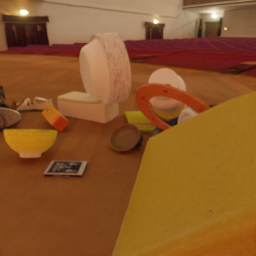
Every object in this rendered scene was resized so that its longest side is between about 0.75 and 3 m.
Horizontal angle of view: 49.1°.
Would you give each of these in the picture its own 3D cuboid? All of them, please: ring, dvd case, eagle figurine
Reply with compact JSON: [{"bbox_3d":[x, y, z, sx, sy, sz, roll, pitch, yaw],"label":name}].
[{"bbox_3d":[1.390,-0.406,7.973,2.656,2.656,0.255,16,66,36],"label":"ring"},{"bbox_3d":[-1.887,1.258,8.568,1.144,0.141,0.860,2,20,3],"label":"dvd case"},{"bbox_3d":[-5.935,-1.014,13.131,1.981,1.495,1.503,26,42,30],"label":"eagle figurine"}]

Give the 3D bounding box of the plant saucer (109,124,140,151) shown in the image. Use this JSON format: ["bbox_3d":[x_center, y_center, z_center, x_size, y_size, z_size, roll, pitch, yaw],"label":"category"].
[{"bbox_3d":[-0.114,0.362,9.982,1.165,0.172,1.165,-11,51,14],"label":"plant saucer"}]

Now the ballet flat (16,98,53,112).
[{"bbox_3d":[-4.923,-1.240,14.425,2.115,0.659,0.713,-2,22,-4],"label":"ballet flat"}]

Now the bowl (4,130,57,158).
[{"bbox_3d":[-3.196,0.515,9.209,1.663,0.895,1.663,0,-2,0],"label":"bowl"}]

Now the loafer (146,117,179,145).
[{"bbox_3d":[1.218,0.404,9.995,0.986,0.993,2.729,-15,8,33],"label":"loafer"}]

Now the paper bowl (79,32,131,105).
[{"bbox_3d":[-1.072,-2.392,11.614,1.514,2.912,2.912,-11,23,-19],"label":"paper bowl"}]

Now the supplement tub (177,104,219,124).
[{"bbox_3d":[3.261,-0.004,9.716,2.738,1.677,1.677,-7,22,-16],"label":"supplement tub"}]

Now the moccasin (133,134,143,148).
[{"bbox_3d":[0.390,0.436,10.428,0.362,0.427,1.061,-4,32,11],"label":"moccasin"}]

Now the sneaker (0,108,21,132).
[{"bbox_3d":[-5.987,-0.405,11.805,2.820,1.051,1.228,-4,16,-13],"label":"sneaker"}]

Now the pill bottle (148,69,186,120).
[{"bbox_3d":[1.660,-1.406,11.881,1.593,1.593,2.862,5,-11,14],"label":"pill bottle"}]

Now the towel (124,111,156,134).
[{"bbox_3d":[0.504,-0.280,12.584,1.114,0.234,2.589,0,20,-9],"label":"towel"}]

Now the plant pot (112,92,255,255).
[{"bbox_3d":[1.875,0.979,3.344,2.694,2.633,2.616,-37,15,28],"label":"plant pot"}]

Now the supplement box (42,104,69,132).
[{"bbox_3d":[-3.192,-0.465,12.168,0.600,0.580,1.743,40,-3,-38],"label":"supplement box"}]

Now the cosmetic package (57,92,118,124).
[{"bbox_3d":[-1.913,-1.026,13.420,2.644,0.966,1.369,9,23,23],"label":"cosmetic package"}]
